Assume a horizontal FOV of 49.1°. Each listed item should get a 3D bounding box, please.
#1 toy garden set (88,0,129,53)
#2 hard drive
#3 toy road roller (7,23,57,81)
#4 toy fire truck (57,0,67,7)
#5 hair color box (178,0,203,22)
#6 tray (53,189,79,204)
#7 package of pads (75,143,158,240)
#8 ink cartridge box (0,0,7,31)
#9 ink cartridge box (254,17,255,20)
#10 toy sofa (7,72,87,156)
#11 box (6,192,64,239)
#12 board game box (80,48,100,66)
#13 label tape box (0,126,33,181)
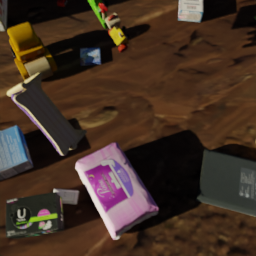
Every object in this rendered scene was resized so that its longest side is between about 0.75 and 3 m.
[{"bbox_3d":[-0.693,-3.621,8.144,0.553,2.773,2.312,-31,85,2],"label":"toy garden set"},{"bbox_3d":[3.352,1.677,8.456,2.373,0.390,1.656,14,62,8],"label":"hard drive"},{"bbox_3d":[-3.653,-2.851,10.342,1.268,1.506,2.063,-27,64,-14],"label":"toy road roller"},{"bbox_3d":[-2.966,-5.957,12.377,0.341,0.986,1.398,12,62,6],"label":"toy fire truck"},{"bbox_3d":[2.764,-5.613,12.399,0.998,0.604,1.995,7,61,4],"label":"hair color box"},{"bbox_3d":[-1.901,2.059,8.425,0.774,0.086,0.416,4,60,2],"label":"tray"},{"bbox_3d":[-0.365,1.770,8.101,1.459,0.916,2.422,-26,64,-17],"label":"package of pads"},{"bbox_3d":[-5.902,-5.717,11.477,1.103,2.309,2.630,-9,60,-6],"label":"ink cartridge box"},{"bbox_3d":[6.538,-4.450,11.662,1.496,0.767,2.024,-23,64,-12],"label":"ink cartridge box"},{"bbox_3d":[-1.623,-0.196,5.466,0.657,1.586,0.774,-10,34,45],"label":"toy sofa"},{"bbox_3d":[-2.545,2.433,7.742,1.352,0.840,1.004,-9,67,-4],"label":"box"},{"bbox_3d":[-1.501,-2.833,11.102,0.778,0.169,0.775,-5,60,-3],"label":"board game box"},{"bbox_3d":[-4.134,0.929,8.754,1.914,0.633,1.372,-23,63,-10],"label":"label tape box"}]
